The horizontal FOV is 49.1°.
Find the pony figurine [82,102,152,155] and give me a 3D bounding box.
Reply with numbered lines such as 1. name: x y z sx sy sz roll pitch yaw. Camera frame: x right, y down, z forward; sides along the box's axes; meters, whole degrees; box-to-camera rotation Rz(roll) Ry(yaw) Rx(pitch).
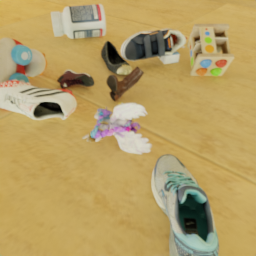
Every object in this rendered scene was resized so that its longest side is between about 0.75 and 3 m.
1. pony figurine: -0.239 -0.106 7.824 1.766 1.524 1.830 -3 25 11

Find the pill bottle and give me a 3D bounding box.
1. pill bottle: -2.449 -5.228 13.847 2.518 1.506 1.506 -8 40 -10

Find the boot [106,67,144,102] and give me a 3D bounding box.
1. boot: -0.038 -1.703 9.429 1.456 1.357 0.468 -41 73 -18

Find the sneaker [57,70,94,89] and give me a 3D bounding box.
1. sneaker: -2.004 -1.633 10.257 1.507 0.570 0.870 18 47 34

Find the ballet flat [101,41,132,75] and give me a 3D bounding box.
1. ballet flat: -0.563 -2.834 11.505 0.821 0.702 2.470 -12 41 -23

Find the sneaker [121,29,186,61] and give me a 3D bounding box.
1. sneaker: 1.088 -3.434 11.446 2.780 1.090 1.104 -25 34 -20

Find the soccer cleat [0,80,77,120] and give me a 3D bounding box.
1. soccer cleat: -3.127 -0.804 8.826 2.952 1.013 1.257 7 35 1

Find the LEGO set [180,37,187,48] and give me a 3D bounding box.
1. LEGO set: 2.629 -4.067 13.067 1.932 0.474 1.443 14 31 11

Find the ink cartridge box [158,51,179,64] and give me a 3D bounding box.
1. ink cartridge box: 1.675 -3.269 12.302 0.689 0.397 1.190 -12 41 -13

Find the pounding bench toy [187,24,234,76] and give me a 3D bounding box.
1. pounding bench toy: 3.088 -2.745 11.072 1.304 2.099 1.637 0 71 -2

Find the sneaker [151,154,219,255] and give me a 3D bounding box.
1. sneaker: 1.225 1.460 5.791 1.127 1.254 2.904 -6 39 -7

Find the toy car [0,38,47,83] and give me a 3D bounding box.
1. toy car: -3.838 -2.258 10.462 1.937 1.858 2.101 19 15 33
